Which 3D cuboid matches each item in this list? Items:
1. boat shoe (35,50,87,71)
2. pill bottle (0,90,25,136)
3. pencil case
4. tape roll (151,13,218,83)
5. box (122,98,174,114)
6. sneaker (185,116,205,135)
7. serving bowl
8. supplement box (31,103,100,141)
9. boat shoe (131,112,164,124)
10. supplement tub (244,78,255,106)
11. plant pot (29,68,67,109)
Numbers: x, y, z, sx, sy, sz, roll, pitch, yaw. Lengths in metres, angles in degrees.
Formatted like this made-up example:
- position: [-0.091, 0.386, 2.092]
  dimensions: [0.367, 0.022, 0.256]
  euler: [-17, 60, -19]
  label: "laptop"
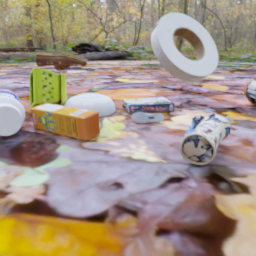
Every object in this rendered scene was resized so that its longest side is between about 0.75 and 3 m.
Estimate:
- position: [-2.649, -2.609, 11.100]
  dimensions: [2.090, 0.706, 0.752]
  euler: [8, 14, 3]
  label: "boat shoe"
- position: [-4.968, -0.594, 11.229]
  dimensions: [1.532, 1.532, 2.560]
  euler: [-8, 20, -24]
  label: "pill bottle"
- position: [2.533, 0.303, 8.945]
  dimensions: [1.030, 1.184, 2.647]
  euler: [42, 31, 12]
  label: "pencil case"
- position: [1.828, -2.587, 8.981]
  dimensions: [2.386, 2.386, 0.436]
  euler: [-10, -16, -29]
  label: "tape roll"
- position: [1.028, -1.197, 14.864]
  dimensions: [2.407, 0.454, 1.644]
  euler: [-4, 18, -13]
  label: "box"
- position: [2.619, -0.073, 10.835]
  dimensions: [0.677, 0.769, 1.724]
  euler: [6, 19, 20]
  label: "sneaker"
- position: [-1.988, -1.261, 14.412]
  dimensions: [2.648, 0.871, 2.648]
  euler: [-1, 18, 0]
  label: "serving bowl"
- position: [-2.540, -0.285, 11.189]
  dimensions: [2.904, 0.966, 0.999]
  euler: [11, 24, 33]
  label: "supplement box"
- position: [0.876, -0.427, 12.587]
  dimensions: [1.421, 0.504, 0.496]
  euler: [-2, -10, 5]
  label: "boat shoe"
- position: [7.413, -1.846, 15.009]
  dimensions: [1.620, 1.620, 2.645]
  euler: [-1, 18, -3]
  label: "supplement tub"
- position: [-4.169, -1.980, 14.594]
  dimensions: [1.692, 1.856, 1.865]
  euler: [-1, -3, -24]
  label: "plant pot"
